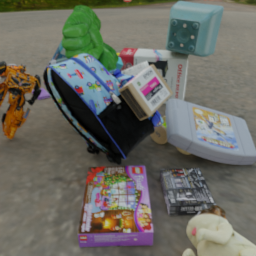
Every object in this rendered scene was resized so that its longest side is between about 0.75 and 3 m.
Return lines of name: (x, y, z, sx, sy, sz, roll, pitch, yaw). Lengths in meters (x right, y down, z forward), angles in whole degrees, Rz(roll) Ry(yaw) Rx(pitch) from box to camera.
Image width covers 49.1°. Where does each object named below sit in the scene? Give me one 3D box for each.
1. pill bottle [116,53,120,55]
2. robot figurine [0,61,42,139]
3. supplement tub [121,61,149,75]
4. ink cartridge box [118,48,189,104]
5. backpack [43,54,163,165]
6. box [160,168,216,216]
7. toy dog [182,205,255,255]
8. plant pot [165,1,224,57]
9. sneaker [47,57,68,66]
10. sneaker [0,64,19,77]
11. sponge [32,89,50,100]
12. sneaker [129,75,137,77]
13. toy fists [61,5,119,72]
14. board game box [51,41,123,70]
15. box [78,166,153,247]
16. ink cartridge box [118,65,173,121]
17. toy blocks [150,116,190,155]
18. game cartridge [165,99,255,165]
pill bottle: (-0.986, -3.607, 15.846, 1.931, 1.086, 1.086, -17, 33, -27)
robot figurine: (-3.860, -0.903, 9.143, 1.789, 2.468, 0.718, 18, 17, -40)
supplement tub: (0.281, -1.884, 10.326, 1.182, 0.780, 0.780, -20, 28, 9)
ink cartridge box: (1.107, -2.283, 12.387, 2.912, 2.122, 1.206, 6, 30, 11)
backpack: (-0.861, -0.754, 7.762, 2.005, 2.980, 2.720, -42, 15, -15)
box: (1.473, 1.599, 7.205, 1.119, 0.353, 1.420, -2, 29, -3)
toy dog: (1.838, 2.236, 5.245, 1.696, 1.220, 1.749, -1, 26, -27)
plant pot: (2.416, -3.770, 11.007, 1.923, 1.918, 1.959, 17, 33, 21)
sneaker: (-1.769, -1.290, 10.036, 1.189, 2.717, 1.011, -30, 13, -20)
sneaker: (-6.724, -3.116, 15.379, 1.789, 0.694, 1.002, -25, 37, -38)
sponge: (-4.127, -1.602, 13.202, 0.568, 0.152, 1.019, -18, 33, -28)
sneaker: (0.120, -1.388, 8.308, 0.821, 0.364, 0.316, -1, 10, 16)
toy fists: (-1.111, -2.346, 8.916, 0.982, 2.856, 1.456, 10, 67, 24)
board game box: (-1.756, -2.375, 11.233, 2.503, 1.890, 0.587, 15, 40, -34)
box: (-0.285, 1.772, 6.784, 1.567, 0.448, 2.291, -1, 29, -2)
ink cartridge box: (0.447, -0.856, 6.698, 1.096, 0.903, 0.412, -44, 13, -34)
toy blocks: (2.033, -0.036, 9.743, 1.753, 0.764, 2.103, 22, 36, 34)
game cartridge: (2.528, 0.162, 8.549, 2.819, 0.585, 1.877, 15, 39, -11)
